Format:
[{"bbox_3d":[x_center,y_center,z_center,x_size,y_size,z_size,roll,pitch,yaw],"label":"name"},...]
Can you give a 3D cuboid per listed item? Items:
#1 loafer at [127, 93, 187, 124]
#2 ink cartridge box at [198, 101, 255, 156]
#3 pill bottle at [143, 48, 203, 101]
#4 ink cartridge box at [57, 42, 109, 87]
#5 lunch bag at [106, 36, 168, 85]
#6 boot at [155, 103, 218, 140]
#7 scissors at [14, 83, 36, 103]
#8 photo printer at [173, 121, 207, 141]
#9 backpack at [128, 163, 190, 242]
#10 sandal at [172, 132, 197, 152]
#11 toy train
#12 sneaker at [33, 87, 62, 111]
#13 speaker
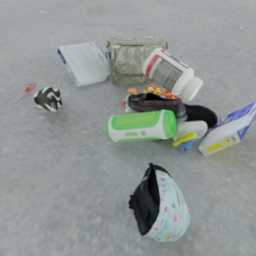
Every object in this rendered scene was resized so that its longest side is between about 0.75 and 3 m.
[{"bbox_3d":[0.960,-0.939,9.985,0.977,0.856,2.718,-29,34,-30],"label":"loafer"},{"bbox_3d":[3.621,-0.076,9.394,0.495,2.108,2.083,53,51,-4],"label":"ink cartridge box"},{"bbox_3d":[1.330,-1.544,8.272,1.660,0.919,0.919,38,51,14],"label":"pill bottle"},{"bbox_3d":[-1.960,-3.062,13.257,2.108,0.428,2.103,-20,73,-35],"label":"ink cartridge box"},{"bbox_3d":[0.312,-3.149,12.445,2.618,2.196,1.824,-2,68,-5],"label":"lunch bag"},{"bbox_3d":[1.733,-0.195,10.266,2.422,0.896,1.984,24,42,37],"label":"boot"},{"bbox_3d":[-4.498,-1.540,12.280,0.487,0.093,1.331,7,52,18],"label":"scissors"},{"bbox_3d":[2.202,0.110,9.915,1.112,0.925,0.386,-4,65,-4],"label":"photo printer"},{"bbox_3d":[0.770,1.953,7.070,1.138,1.500,1.798,17,21,-13],"label":"backpack"},{"bbox_3d":[1.995,0.483,9.448,0.495,1.137,0.452,47,64,-2],"label":"sandal"},{"bbox_3d":[0.843,-1.340,11.376,2.294,0.638,1.723,-15,22,-7],"label":"toy train"},{"bbox_3d":[-3.199,-1.033,10.758,0.995,0.917,2.488,-9,5,-4],"label":"sneaker"},{"bbox_3d":[0.382,-0.035,9.072,2.194,0.970,0.970,-5,36,26],"label":"speaker"}]
